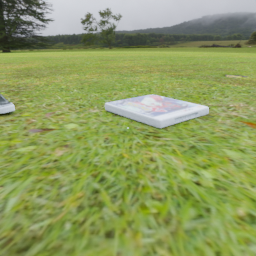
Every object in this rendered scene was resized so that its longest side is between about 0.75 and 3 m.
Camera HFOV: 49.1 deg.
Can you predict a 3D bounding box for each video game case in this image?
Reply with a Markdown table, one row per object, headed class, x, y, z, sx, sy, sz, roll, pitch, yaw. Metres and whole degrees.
| class | x | y | z | sx | sy | sz | roll | pitch | yaw |
| --- | --- | --- | --- | --- | --- | --- | --- | --- | --- |
| video game case | 1.018 | -0.719 | 10.292 | 2.600 | 0.328 | 2.853 | -15 | 24 | -39 |

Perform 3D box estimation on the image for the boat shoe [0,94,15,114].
| class | x | y | z | sx | sy | sz | roll | pitch | yaw |
| --- | --- | --- | --- | --- | --- | --- | --- | --- | --- |
| boat shoe | -5.296 | -1.132 | 10.559 | 2.729 | 0.932 | 1.008 | 15 | 24 | 37 |
